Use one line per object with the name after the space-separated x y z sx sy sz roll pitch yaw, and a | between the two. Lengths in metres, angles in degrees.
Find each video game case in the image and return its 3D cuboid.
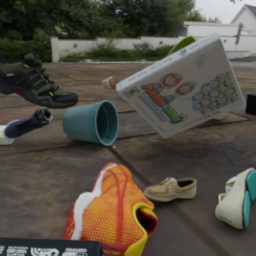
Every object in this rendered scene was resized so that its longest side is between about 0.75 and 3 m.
1.534 -0.873 7.493 2.631 2.891 0.342 -25 53 20 | video game case

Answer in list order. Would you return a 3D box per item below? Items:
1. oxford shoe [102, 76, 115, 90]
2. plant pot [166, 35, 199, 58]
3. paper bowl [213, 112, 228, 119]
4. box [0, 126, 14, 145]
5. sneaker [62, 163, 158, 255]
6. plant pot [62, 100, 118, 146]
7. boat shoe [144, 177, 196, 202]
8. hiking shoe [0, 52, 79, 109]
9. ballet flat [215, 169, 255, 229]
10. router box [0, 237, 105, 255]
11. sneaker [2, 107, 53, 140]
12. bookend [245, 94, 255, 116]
-0.513 -1.130 7.297 0.344 0.330 0.931 -4 -2 -4 | oxford shoe
2.268 -1.440 8.578 2.080 1.946 1.946 23 9 -20 | plant pot
2.933 -1.293 11.311 2.494 1.297 2.494 25 32 -17 | paper bowl
-4.188 0.229 9.076 1.035 0.261 1.434 -3 18 -10 | box
-0.140 1.279 4.262 1.102 1.043 2.857 17 8 2 | sneaker
-1.207 -0.142 8.686 1.342 1.371 1.371 0 15 25 | plant pot
0.839 1.159 5.469 1.157 0.384 0.428 2 16 -30 | boat shoe
-2.436 -1.317 7.440 2.529 1.273 0.958 16 11 -24 | hiking shoe
2.057 1.234 5.274 0.623 0.623 1.795 10 20 30 | ballet flat
-1.432 1.802 2.125 2.379 0.739 1.782 1 36 2 | router box
-2.923 -0.158 8.318 1.450 0.551 1.047 -27 3 -42 | sneaker
6.460 -0.983 12.044 1.895 0.873 1.883 -11 20 -34 | bookend
